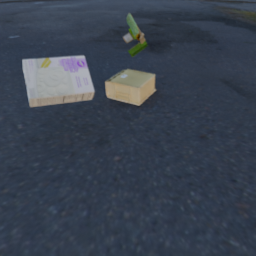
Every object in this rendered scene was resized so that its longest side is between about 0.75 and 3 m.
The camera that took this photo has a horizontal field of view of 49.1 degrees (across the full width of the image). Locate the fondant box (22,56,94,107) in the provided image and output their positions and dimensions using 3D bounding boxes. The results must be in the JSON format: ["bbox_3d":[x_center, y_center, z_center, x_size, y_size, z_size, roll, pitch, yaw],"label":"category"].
[{"bbox_3d":[-2.522,-1.715,10.115,2.246,0.654,1.620,-9,69,-22],"label":"fondant box"}]

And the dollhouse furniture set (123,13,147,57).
[{"bbox_3d":[0.101,-3.480,10.660,0.775,1.011,1.543,-33,-3,7],"label":"dollhouse furniture set"}]

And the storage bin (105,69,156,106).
[{"bbox_3d":[0.126,-1.982,13.222,1.812,0.855,1.825,16,36,24],"label":"storage bin"}]
